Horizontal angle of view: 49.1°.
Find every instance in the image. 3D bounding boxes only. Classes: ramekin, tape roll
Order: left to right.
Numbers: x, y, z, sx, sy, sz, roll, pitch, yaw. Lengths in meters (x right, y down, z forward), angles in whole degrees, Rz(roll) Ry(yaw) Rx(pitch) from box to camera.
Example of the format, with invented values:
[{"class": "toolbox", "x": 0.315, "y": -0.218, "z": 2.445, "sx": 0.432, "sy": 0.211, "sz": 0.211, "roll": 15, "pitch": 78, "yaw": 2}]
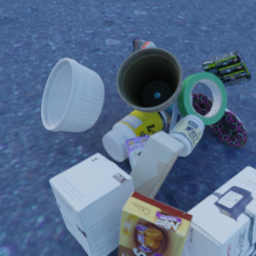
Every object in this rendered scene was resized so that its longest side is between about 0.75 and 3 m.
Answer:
[{"class": "ramekin", "x": -1.917, "y": -1.028, "z": 9.791, "sx": 1.319, "sy": 2.514, "sz": 2.514, "roll": 14, "pitch": 33, "yaw": -37}, {"class": "tape roll", "x": 2.612, "y": -1.003, "z": 9.825, "sx": 1.832, "sy": 1.832, "sz": 0.440, "roll": -22, "pitch": 7, "yaw": -22}]

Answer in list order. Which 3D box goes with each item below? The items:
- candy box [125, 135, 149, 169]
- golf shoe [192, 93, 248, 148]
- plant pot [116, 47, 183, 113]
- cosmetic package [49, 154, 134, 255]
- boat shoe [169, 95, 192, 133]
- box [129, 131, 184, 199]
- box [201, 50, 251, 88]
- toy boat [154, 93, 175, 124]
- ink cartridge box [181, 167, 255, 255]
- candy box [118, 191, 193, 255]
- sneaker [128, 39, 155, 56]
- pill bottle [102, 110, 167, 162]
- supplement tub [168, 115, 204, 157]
[{"class": "candy box", "x": 0.377, "y": 0.768, "z": 8.821, "sx": 0.767, "sy": 0.327, "sz": 0.914, "roll": -12, "pitch": 74, "yaw": -8}, {"class": "golf shoe", "x": 3.540, "y": -0.358, "z": 10.770, "sx": 2.709, "sy": 0.983, "sz": 1.247, "roll": 48, "pitch": 22, "yaw": 20}, {"class": "plant pot", "x": 0.810, "y": -1.296, "z": 9.132, "sx": 2.014, "sy": 1.748, "sz": 2.014, "roll": -3, "pitch": 76, "yaw": 14}, {"class": "cosmetic package", "x": -0.799, "y": 1.977, "z": 7.164, "sx": 1.532, "sy": 1.857, "sz": 1.531, "roll": -29, "pitch": 35, "yaw": -29}, {"class": "boat shoe", "x": 1.899, "y": -0.459, "z": 10.161, "sx": 0.607, "sy": 0.576, "sz": 1.737, "roll": 12, "pitch": 88, "yaw": 9}, {"class": "box", "x": 0.660, "y": 1.188, "z": 7.920, "sx": 0.793, "sy": 2.040, "sz": 0.969, "roll": 33, "pitch": 23, "yaw": 19}, {"class": "box", "x": 3.527, "y": -2.037, "z": 10.060, "sx": 1.320, "sy": 1.275, "sz": 0.314, "roll": -12, "pitch": 42, "yaw": 42}, {"class": "toy boat", "x": 1.553, "y": -1.419, "z": 11.412, "sx": 2.079, "sy": 1.150, "sz": 2.474, "roll": 43, "pitch": 33, "yaw": -11}, {"class": "ink cartridge box", "x": 2.557, "y": 2.448, "z": 6.895, "sx": 2.604, "sy": 1.885, "sz": 1.098, "roll": -25, "pitch": 35, "yaw": -30}, {"class": "candy box", "x": 0.497, "y": 2.599, "z": 6.166, "sx": 1.340, "sy": 2.296, "sz": 0.648, "roll": 19, "pitch": 35, "yaw": 19}, {"class": "sneaker", "x": 0.409, "y": -2.469, "z": 11.091, "sx": 0.993, "sy": 2.426, "sz": 0.935, "roll": 33, "pitch": 51, "yaw": 19}, {"class": "pill bottle", "x": 0.246, "y": 0.151, "z": 10.049, "sx": 1.284, "sy": 1.284, "sz": 2.247, "roll": 34, "pitch": 54, "yaw": 30}, {"class": "supplement tub", "x": 1.764, "y": 0.223, "z": 8.611, "sx": 0.846, "sy": 0.846, "sz": 1.167, "roll": 25, "pitch": 51, "yaw": 24}]
